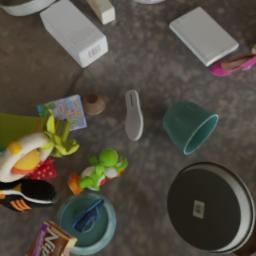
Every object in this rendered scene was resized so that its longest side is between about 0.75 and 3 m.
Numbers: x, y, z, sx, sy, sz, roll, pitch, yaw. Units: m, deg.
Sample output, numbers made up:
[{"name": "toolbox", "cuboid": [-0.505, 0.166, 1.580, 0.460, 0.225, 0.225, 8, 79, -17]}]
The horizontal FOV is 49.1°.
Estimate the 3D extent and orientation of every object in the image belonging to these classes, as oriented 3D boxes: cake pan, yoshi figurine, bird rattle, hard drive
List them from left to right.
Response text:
[{"name": "bird rattle", "cuboid": [-2.648, 0.713, 7.488, 2.509, 2.046, 1.414, -42, 78, 30]}, {"name": "cake pan", "cuboid": [-3.623, -5.079, 10.422, 2.670, 0.490, 2.670, -8, 54, 11]}, {"name": "yoshi figurine", "cuboid": [-0.913, 1.145, 8.070, 1.737, 0.973, 0.976, -26, 62, 0]}, {"name": "hard drive", "cuboid": [2.736, -3.373, 10.218, 1.429, 0.285, 2.166, -31, 69, -11]}, {"name": "cake pan", "cuboid": [1.962, 2.065, 7.246, 2.380, 0.437, 2.380, -2, 86, 42]}]

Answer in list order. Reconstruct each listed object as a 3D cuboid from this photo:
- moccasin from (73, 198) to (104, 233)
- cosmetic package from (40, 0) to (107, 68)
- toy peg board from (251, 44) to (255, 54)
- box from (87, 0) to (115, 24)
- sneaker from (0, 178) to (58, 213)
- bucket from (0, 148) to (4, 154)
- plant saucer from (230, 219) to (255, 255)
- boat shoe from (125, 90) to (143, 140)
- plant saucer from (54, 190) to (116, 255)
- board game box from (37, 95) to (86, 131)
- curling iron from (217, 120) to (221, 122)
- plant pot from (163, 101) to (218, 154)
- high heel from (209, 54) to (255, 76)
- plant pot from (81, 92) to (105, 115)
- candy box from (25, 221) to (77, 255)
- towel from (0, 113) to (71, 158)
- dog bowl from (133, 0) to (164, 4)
[{"name": "moccasin", "cuboid": [-1.025, 2.429, 7.766, 0.385, 0.454, 1.130, 45, 98, 1]}, {"name": "cosmetic package", "cuboid": [-1.934, -3.409, 10.004, 1.195, 0.871, 2.351, -38, 72, -13]}, {"name": "toy peg board", "cuboid": [6.363, -3.015, 9.576, 2.768, 1.354, 2.757, 43, 75, 14]}, {"name": "box", "cuboid": [-1.059, -4.665, 10.594, 0.519, 0.634, 1.335, -29, 71, -10]}, {"name": "sneaker", "cuboid": [-2.827, 1.981, 7.847, 2.075, 0.934, 0.726, 6, 32, 16]}, {"name": "bucket", "cuboid": [-4.965, 0.039, 7.764, 1.754, 2.695, 2.695, -31, 72, -10]}, {"name": "plant saucer", "cuboid": [3.141, 2.984, 7.909, 1.212, 0.222, 1.212, 0, 68, 0]}, {"name": "boat shoe", "cuboid": [0.252, -0.382, 8.609, 0.563, 0.554, 1.563, -6, 78, 26]}, {"name": "plant saucer", "cuboid": [-1.245, 2.666, 8.002, 1.779, 0.244, 1.779, 0, 70, 0]}, {"name": "board game box", "cuboid": [-2.125, -0.372, 8.955, 1.388, 0.254, 1.050, -15, 82, 2]}, {"name": "curling iron", "cuboid": [2.545, -0.229, 9.025, 0.833, 0.106, 0.206, 7, 32, 17]}, {"name": "plant pot", "cuboid": [1.768, -0.130, 8.490, 1.465, 1.465, 1.175, -41, 63, -14]}, {"name": "high heel", "cuboid": [3.603, -2.202, 9.590, 1.553, 0.745, 0.523, -4, 69, -2]}, {"name": "plant pot", "cuboid": [-1.180, -0.878, 9.270, 0.821, 0.379, 0.821, 1, 66, -1]}, {"name": "candy box", "cuboid": [-2.170, 3.416, 7.350, 0.936, 0.453, 1.604, 25, 80, 24]}, {"name": "towel", "cuboid": [-3.178, 0.183, 8.629, 2.792, 0.252, 1.202, 6, 61, 14]}, {"name": "dog bowl", "cuboid": [0.804, -6.163, 11.042, 2.871, 0.842, 2.871, 0, 70, 0]}]
